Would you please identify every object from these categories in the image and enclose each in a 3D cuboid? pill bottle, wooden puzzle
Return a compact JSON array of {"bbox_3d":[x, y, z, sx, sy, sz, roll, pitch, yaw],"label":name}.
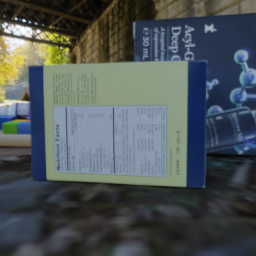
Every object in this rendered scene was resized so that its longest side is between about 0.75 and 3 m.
[{"bbox_3d":[-3.289,-0.373,9.002,1.588,0.891,0.891,-1,5,-15],"label":"pill bottle"},{"bbox_3d":[-2.585,0.014,6.276,2.161,0.540,2.333,0,4,5],"label":"wooden puzzle"}]

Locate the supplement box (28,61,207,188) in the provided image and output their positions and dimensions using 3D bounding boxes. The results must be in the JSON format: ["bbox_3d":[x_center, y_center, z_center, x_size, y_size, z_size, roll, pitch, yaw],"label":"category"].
[{"bbox_3d":[0.005,-0.104,3.551,1.789,1.202,1.791,1,5,11],"label":"supplement box"}]

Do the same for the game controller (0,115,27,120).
[{"bbox_3d":[-4.022,-0.168,7.770,2.358,0.497,1.230,-1,-15,-3],"label":"game controller"}]

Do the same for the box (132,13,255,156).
[{"bbox_3d":[1.602,-0.675,4.876,2.856,2.120,1.529,0,4,13],"label":"box"}]

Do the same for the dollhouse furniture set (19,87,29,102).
[{"bbox_3d":[-3.949,-0.552,12.817,1.865,1.598,1.961,-6,-35,-52],"label":"dollhouse furniture set"}]
